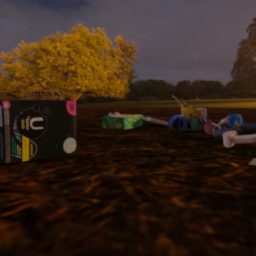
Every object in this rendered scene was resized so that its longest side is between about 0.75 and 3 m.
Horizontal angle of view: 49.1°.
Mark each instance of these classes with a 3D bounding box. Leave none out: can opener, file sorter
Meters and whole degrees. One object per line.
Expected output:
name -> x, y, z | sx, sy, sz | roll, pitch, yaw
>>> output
can opener -> 4.373, 0.248, 10.350 | 2.426, 0.647, 0.811 | 2, 39, 9
file sorter -> 3.841, -0.655, 16.274 | 1.061, 0.953, 1.530 | 4, 7, 33

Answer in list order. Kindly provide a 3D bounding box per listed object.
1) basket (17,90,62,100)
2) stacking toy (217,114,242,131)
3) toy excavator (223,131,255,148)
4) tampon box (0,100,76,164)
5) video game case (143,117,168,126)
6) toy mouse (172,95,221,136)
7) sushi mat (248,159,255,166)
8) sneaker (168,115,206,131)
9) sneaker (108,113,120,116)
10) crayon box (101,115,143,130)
basket -> -3.633, -0.675, 10.987 | 1.954, 1.394, 1.455 | -23, 9, -30
stacking toy -> 4.680, -0.159, 13.372 | 0.839, 0.794, 1.446 | -5, -5, -19
toy excavator -> 4.379, 0.189, 8.544 | 2.227, 1.112, 2.165 | -13, 10, -26
tampon box -> -2.505, 0.010, 7.322 | 1.982, 1.486, 1.251 | -6, 9, -45
video game case -> 1.501, -0.378, 15.653 | 1.489, 0.187, 2.079 | 12, 2, -20
toy mouse -> 3.027, -0.177, 11.519 | 2.238, 0.487, 2.518 | 36, 2, -40
sushi mat -> 3.370, 0.841, 6.298 | 1.159, 0.070, 0.554 | 5, 8, 37
sneaker -> 2.798, -0.216, 13.090 | 2.089, 0.773, 0.859 | -4, 9, -29
sneaker -> -0.721, -0.771, 19.219 | 1.377, 0.556, 0.527 | 3, 5, 15
crayon box -> -0.256, -0.329, 14.587 | 1.286, 0.631, 2.166 | 3, 7, 29
